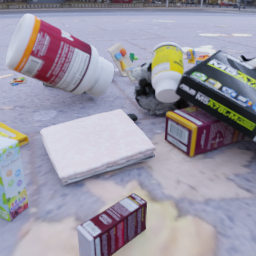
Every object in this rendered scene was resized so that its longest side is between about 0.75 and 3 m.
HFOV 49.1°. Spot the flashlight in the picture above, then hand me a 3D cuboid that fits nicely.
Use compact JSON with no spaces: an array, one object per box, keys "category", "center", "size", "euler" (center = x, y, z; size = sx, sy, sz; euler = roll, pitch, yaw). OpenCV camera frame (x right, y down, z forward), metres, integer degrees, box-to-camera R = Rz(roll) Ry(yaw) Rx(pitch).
[{"category":"flashlight","center":[-1.237,-1.876,10.550],"size":[0.675,0.678,1.995],"euler":[-29,12,36]}]

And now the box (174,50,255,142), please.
[{"category":"box","center":[2.742,-0.743,6.413],"size":[2.626,0.624,2.536],"euler":[35,42,18]}]

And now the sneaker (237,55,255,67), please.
[{"category":"sneaker","center":[5.287,-2.267,10.966],"size":[2.365,0.946,0.872],"euler":[16,29,27]}]

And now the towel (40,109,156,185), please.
[{"category":"towel","center":[-0.719,0.303,6.176],"size":[2.077,0.335,1.984],"euler":[-15,34,-20]}]

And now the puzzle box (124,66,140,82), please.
[{"category":"puzzle box","center":[0.290,-2.102,10.821],"size":[0.867,0.577,0.110],"euler":[-21,-11,-43]}]

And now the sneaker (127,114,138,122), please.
[{"category":"sneaker","center":[-0.053,-0.164,7.502],"size":[0.787,0.299,0.357],"euler":[-10,56,-34]}]

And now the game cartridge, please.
[{"category":"game cartridge","center":[-3.379,0.288,6.595],"size":[1.560,0.253,1.375],"euler":[21,33,33]}]

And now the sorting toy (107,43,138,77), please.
[{"category":"sorting toy","center":[-0.125,-3.086,12.186],"size":[0.263,1.318,1.784],"euler":[-23,18,35]}]

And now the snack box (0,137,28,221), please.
[{"category":"snack box","center":[-2.562,0.672,4.669],"size":[1.788,1.272,0.474],"euler":[12,28,22]}]

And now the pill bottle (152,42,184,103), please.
[{"category":"pill bottle","center":[0.979,-1.358,6.918],"size":[0.781,0.781,1.388],"euler":[1,63,3]}]

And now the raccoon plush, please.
[{"category":"raccoon plush","center":[1.353,-1.112,8.591],"size":[2.836,1.372,1.900],"euler":[33,29,-2]}]

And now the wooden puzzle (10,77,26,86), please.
[{"category":"wooden puzzle","center":[-4.342,-1.875,11.084],"size":[0.632,0.110,0.936],"euler":[-10,29,-19]}]

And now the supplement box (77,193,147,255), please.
[{"category":"supplement box","center":[-0.195,1.421,3.965],"size":[1.042,0.567,0.317],"euler":[-21,34,-38]}]

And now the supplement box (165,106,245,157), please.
[{"category":"supplement box","center":[1.856,-0.035,6.637],"size":[1.748,0.748,0.964],"euler":[-13,29,-26]}]

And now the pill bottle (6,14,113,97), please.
[{"category":"pill bottle","center":[-1.986,-2.025,8.534],"size":[2.923,1.651,1.651],"euler":[20,14,-34]}]

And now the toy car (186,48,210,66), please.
[{"category":"toy car","center":[2.545,-2.580,10.918],"size":[1.193,0.809,2.432],"euler":[-23,29,-10]}]

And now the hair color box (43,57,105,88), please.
[{"category":"hair color box","center":[-2.082,-2.266,11.124],"size":[1.343,0.796,2.456],"euler":[13,31,23]}]
